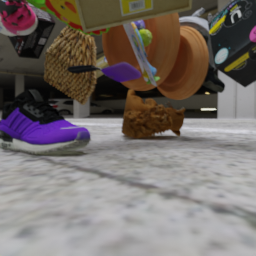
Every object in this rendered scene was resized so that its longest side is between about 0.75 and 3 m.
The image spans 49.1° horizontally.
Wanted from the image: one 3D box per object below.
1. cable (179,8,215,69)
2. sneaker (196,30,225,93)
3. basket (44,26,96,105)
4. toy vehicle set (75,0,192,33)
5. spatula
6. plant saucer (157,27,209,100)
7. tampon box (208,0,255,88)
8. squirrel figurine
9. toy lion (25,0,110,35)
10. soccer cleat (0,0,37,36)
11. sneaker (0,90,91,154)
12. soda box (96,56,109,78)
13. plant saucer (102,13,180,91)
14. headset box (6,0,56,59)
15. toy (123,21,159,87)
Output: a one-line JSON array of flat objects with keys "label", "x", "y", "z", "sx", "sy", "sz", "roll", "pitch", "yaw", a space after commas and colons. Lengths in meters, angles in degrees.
[{"label": "cable", "x": 2.038, "y": -2.611, "z": 9.679, "sx": 2.271, "sy": 2.272, "sz": 0.786, "roll": -17, "pitch": 14, "yaw": 34}, {"label": "sneaker", "x": 2.308, "y": -2.101, "z": 8.684, "sx": 2.410, "sy": 1.381, "sz": 0.921, "roll": 32, "pitch": 12, "yaw": -14}, {"label": "basket", "x": -1.939, "y": -2.507, "z": 11.226, "sx": 2.110, "sy": 2.021, "sz": 2.832, "roll": 34, "pitch": -20, "yaw": -7}, {"label": "toy vehicle set", "x": 0.089, "y": -2.497, "z": 4.812, "sx": 2.109, "sy": 0.280, "sz": 1.310, "roll": -14, "pitch": -40, "yaw": -4}, {"label": "spatula", "x": -0.767, "y": -1.446, "z": 7.137, "sx": 2.649, "sy": 0.272, "sz": 0.749, "roll": 16, "pitch": -6, "yaw": 45}, {"label": "plant saucer", "x": 1.266, "y": -1.736, "z": 7.567, "sx": 0.365, "sy": 1.953, "sz": 1.953, "roll": -5, "pitch": 5, "yaw": -38}, {"label": "tampon box", "x": 3.051, "y": -2.328, "z": 7.206, "sx": 1.206, "sy": 1.910, "sz": 1.432, "roll": 24, "pitch": -40, "yaw": -26}, {"label": "squirrel figurine", "x": 0.918, "y": -0.242, "z": 9.880, "sx": 2.188, "sy": 1.659, "sz": 2.344, "roll": 10, "pitch": 17, "yaw": -1}, {"label": "toy lion", "x": -1.646, "y": -3.140, "z": 6.529, "sx": 2.616, "sy": 0.898, "sz": 2.508, "roll": 19, "pitch": -12, "yaw": 28}, {"label": "soccer cleat", "x": -2.985, "y": -2.767, "z": 7.258, "sx": 2.290, "sy": 0.800, "sz": 0.989, "roll": 32, "pitch": -18, "yaw": 28}, {"label": "sneaker", "x": -2.029, "y": -0.183, "z": 6.281, "sx": 2.798, "sy": 1.392, "sz": 0.973, "roll": 1, "pitch": 3, "yaw": 35}, {"label": "soda box", "x": -1.089, "y": -3.009, "z": 13.272, "sx": 1.632, "sy": 0.522, "sz": 0.553, "roll": -30, "pitch": -24, "yaw": 7}, {"label": "plant saucer", "x": 0.149, "y": -2.529, "z": 7.919, "sx": 0.562, "sy": 3.000, "sz": 3.000, "roll": -14, "pitch": 11, "yaw": -39}, {"label": "headset box", "x": -3.112, "y": -3.255, "z": 8.458, "sx": 0.722, "sy": 1.869, "sz": 1.391, "roll": -10, "pitch": -30, "yaw": -49}, {"label": "toy", "x": 0.330, "y": -2.025, "z": 6.665, "sx": 0.469, "sy": 1.988, "sz": 1.145, "roll": -22, "pitch": 20, "yaw": -4}]
